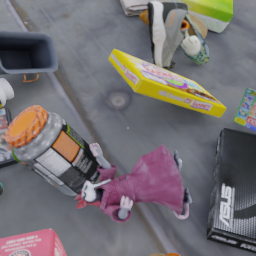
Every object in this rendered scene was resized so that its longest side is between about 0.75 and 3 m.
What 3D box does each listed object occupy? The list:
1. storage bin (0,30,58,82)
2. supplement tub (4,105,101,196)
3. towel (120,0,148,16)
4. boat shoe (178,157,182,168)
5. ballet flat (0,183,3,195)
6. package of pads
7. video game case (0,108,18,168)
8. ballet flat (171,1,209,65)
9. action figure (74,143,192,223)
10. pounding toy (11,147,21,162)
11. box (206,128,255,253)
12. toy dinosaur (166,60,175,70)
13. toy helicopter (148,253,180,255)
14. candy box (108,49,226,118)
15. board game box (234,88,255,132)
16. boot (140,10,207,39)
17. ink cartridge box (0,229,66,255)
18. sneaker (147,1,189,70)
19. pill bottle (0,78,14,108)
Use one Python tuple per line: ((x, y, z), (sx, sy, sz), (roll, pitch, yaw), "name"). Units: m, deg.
((-2.962, -1.839, 7.643), (1.140, 1.235, 1.698), (-6, 7, 42), "storage bin")
((-1.430, 0.460, 5.543), (1.107, 1.807, 1.107), (-23, 39, 20), "supplement tub")
((0.427, -5.260, 10.872), (1.750, 0.455, 2.641), (-11, 54, -12), "towel")
((0.940, 0.970, 6.111), (0.281, 0.803, 0.266), (24, 21, 8), "boat shoe")
((-3.433, 1.070, 5.881), (1.643, 0.559, 0.562), (26, 23, 14), "ballet flat")
((2.248, -4.670, 9.891), (2.798, 0.954, 2.162), (18, 54, -3), "package of pads")
((-3.575, 0.349, 6.808), (1.523, 0.215, 1.685), (-17, 55, -13), "video game case")
((1.673, -2.758, 8.278), (0.773, 0.773, 2.081), (-33, 91, -22), "ballet flat")
((0.018, 1.156, 5.522), (2.177, 1.621, 1.458), (-16, 52, 2), "action figure")
((-2.069, 0.294, 6.366), (0.540, 0.898, 1.163), (19, 75, 13), "pounding toy")
((3.032, 1.344, 5.807), (2.482, 0.611, 2.571), (15, 53, 9), "box")
((1.181, -1.865, 8.421), (0.409, 0.308, 0.800), (-13, 31, 32), "toy dinosaur")
((0.449, 2.882, 4.542), (1.059, 0.632, 1.601), (-7, 47, 11), "toy helicopter")
((0.994, -1.009, 6.644), (2.835, 0.374, 1.449), (11, 28, -38), "candy box")
((3.139, -0.299, 6.414), (0.188, 0.869, 1.291), (2, 23, -37), "board game box")
((1.457, -3.474, 9.286), (2.053, 0.722, 1.470), (15, 16, -15), "boot")
((-1.843, 2.873, 3.298), (2.103, 1.188, 2.870), (-10, 30, -5), "ink cartridge box")
((1.009, -2.168, 6.958), (0.933, 2.352, 0.869), (-8, 72, 4), "sneaker")
((-3.610, -0.726, 7.025), (0.742, 0.742, 1.319), (38, 56, 25), "pill bottle")
